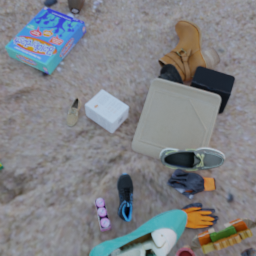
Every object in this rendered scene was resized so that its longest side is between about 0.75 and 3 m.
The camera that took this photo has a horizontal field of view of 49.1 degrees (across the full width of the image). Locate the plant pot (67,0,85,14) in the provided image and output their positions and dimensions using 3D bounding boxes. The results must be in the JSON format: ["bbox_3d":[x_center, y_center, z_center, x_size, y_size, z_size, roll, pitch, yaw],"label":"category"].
[{"bbox_3d":[-2.300,-5.548,12.310,0.885,0.885,0.947,2,78,1],"label":"plant pot"}]

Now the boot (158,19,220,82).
[{"bbox_3d":[2.001,-2.988,10.830,2.039,0.971,2.635,-27,63,-10],"label":"boot"}]

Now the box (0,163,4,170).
[{"bbox_3d":[-5.243,1.420,8.712,2.240,0.542,1.314,-37,69,-21],"label":"box"}]

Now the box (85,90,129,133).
[{"bbox_3d":[-0.731,-0.576,9.652,1.206,0.642,0.919,35,61,17],"label":"box"}]

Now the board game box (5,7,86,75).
[{"bbox_3d":[-3.270,-3.589,11.324,2.019,0.597,2.655,24,65,12],"label":"board game box"}]

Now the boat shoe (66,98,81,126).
[{"bbox_3d":[-1.937,-0.579,9.870,0.380,0.344,1.068,9,62,5],"label":"boat shoe"}]

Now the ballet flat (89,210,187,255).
[{"bbox_3d":[0.425,3.167,7.375,2.947,0.992,1.037,-21,20,-10],"label":"ballet flat"}]

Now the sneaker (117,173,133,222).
[{"bbox_3d":[-0.026,2.012,8.088,0.502,0.562,1.371,-2,90,-16],"label":"sneaker"}]

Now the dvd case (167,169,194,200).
[{"bbox_3d":[1.757,1.731,8.795,0.889,0.071,0.661,32,67,15],"label":"dvd case"}]

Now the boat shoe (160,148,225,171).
[{"bbox_3d":[1.907,0.951,8.273,1.923,0.575,0.687,2,97,5],"label":"boat shoe"}]

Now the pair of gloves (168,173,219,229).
[{"bbox_3d":[1.956,2.162,8.438,1.487,0.206,1.670,3,65,0],"label":"pair of gloves"}]

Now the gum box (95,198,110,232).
[{"bbox_3d":[-0.746,2.506,8.139,0.284,0.488,0.860,-12,62,-11],"label":"gum box"}]

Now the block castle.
[{"bbox_3d":[2.651,3.324,6.806,2.650,1.243,1.771,-25,73,7],"label":"block castle"}]

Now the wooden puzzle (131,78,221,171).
[{"bbox_3d":[1.571,-0.127,9.210,2.353,0.474,2.544,17,86,8],"label":"wooden puzzle"}]

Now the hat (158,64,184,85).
[{"bbox_3d":[1.347,-1.472,9.726,0.568,1.408,1.408,-23,64,-26],"label":"hat"}]

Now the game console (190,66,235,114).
[{"bbox_3d":[2.932,-1.362,10.058,1.410,1.240,0.820,20,32,11],"label":"game console"}]
